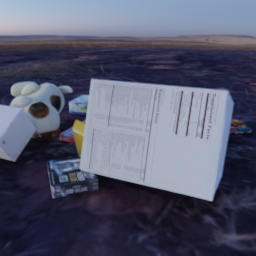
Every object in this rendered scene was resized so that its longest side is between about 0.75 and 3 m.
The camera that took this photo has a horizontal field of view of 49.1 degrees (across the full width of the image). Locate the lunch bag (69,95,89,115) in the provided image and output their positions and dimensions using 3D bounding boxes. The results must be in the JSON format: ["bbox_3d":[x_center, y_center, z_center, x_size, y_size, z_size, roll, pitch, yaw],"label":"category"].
[{"bbox_3d":[-1.957,-1.071,12.950,1.253,0.643,1.559,6,21,15],"label":"lunch bag"}]

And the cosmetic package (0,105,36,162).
[{"bbox_3d":[-4.254,0.028,8.452,2.439,1.034,1.312,11,54,20],"label":"cosmetic package"}]

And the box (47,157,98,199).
[{"bbox_3d":[-1.468,1.221,7.242,1.111,0.351,1.409,-6,21,-17],"label":"box"}]

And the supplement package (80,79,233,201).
[{"bbox_3d":[0.856,0.139,6.728,2.844,2.091,2.719,9,4,22],"label":"supplement package"}]

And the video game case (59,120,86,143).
[{"bbox_3d":[-0.673,0.214,10.095,2.882,0.251,2.061,9,22,22],"label":"video game case"}]

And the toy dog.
[{"bbox_3d":[-3.081,-0.502,10.053,2.437,1.754,2.513,-13,32,-7],"label":"toy dog"}]

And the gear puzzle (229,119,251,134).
[{"bbox_3d":[4.094,-0.247,11.230,1.050,0.265,2.027,-3,20,0],"label":"gear puzzle"}]

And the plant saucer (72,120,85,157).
[{"bbox_3d":[-1.155,0.510,7.971,0.301,1.241,1.241,-27,32,-33],"label":"plant saucer"}]
